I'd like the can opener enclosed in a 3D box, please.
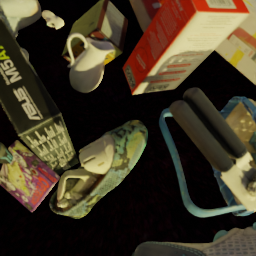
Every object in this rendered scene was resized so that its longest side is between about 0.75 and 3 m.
[{"bbox_3d":[0.994,0.264,2.999,0.406,0.513,1.543,-43,104,-9],"label":"can opener"}]

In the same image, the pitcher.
[{"bbox_3d":[-0.822,-1.201,5.183,0.846,0.986,0.598,18,33,-20],"label":"pitcher"}]

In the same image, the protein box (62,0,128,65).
[{"bbox_3d":[-0.712,-2.007,6.232,1.134,0.771,1.142,-24,44,37],"label":"protein box"}]

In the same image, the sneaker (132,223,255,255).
[{"bbox_3d":[1.408,1.085,2.111,2.811,1.091,1.214,1,47,20],"label":"sneaker"}]

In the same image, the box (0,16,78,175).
[{"bbox_3d":[-1.744,-0.597,4.524,0.619,2.603,2.514,-29,77,-14],"label":"box"}]

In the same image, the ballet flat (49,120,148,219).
[{"bbox_3d":[-0.594,0.736,4.627,0.860,2.318,0.860,29,25,-15],"label":"ballet flat"}]

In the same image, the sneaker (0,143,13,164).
[{"bbox_3d":[-2.103,0.335,4.094,0.951,0.390,0.348,15,64,28],"label":"sneaker"}]

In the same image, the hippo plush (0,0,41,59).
[{"bbox_3d":[-2.629,-1.992,6.192,1.637,1.653,2.055,-11,14,0],"label":"hippo plush"}]

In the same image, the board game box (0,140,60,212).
[{"bbox_3d":[-1.678,0.849,4.578,0.854,1.423,0.230,38,47,-4],"label":"board game box"}]

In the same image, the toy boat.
[{"bbox_3d":[1.088,-3.199,7.201,1.626,1.623,2.487,-28,75,26],"label":"toy boat"}]

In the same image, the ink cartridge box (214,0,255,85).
[{"bbox_3d":[3.029,-2.151,6.566,2.011,1.155,2.770,-25,67,-45],"label":"ink cartridge box"}]

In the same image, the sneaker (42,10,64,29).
[{"bbox_3d":[-3.108,-4.281,11.146,1.131,0.426,0.500,32,70,21],"label":"sneaker"}]

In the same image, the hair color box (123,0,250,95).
[{"bbox_3d":[0.871,-1.493,5.045,1.149,2.264,0.693,-11,71,-29],"label":"hair color box"}]

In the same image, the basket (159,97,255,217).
[{"bbox_3d":[1.667,0.396,4.416,2.129,1.481,1.877,-4,51,-11],"label":"basket"}]
